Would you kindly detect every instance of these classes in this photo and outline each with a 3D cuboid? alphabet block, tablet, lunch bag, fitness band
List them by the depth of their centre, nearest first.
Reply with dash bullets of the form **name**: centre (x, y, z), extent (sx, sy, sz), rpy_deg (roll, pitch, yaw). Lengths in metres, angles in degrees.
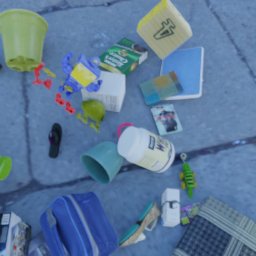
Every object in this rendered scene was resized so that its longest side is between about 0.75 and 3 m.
- **lunch bag**: centre (-1.369, 2.834, 7.359), extent (1.371, 1.408, 2.072), rpy_deg (4, 45, -49)
- **fitness band**: centre (-0.048, 0.225, 9.803), extent (0.615, 0.160, 0.856), rpy_deg (-13, 62, 5)
- **alphabet block**: centre (1.416, -3.905, 11.000), extent (1.542, 1.514, 1.506), rpy_deg (43, 27, -20)
- **tablet**: centre (2.087, -2.181, 11.090), extent (1.670, 0.175, 2.567), rpy_deg (-2, 57, 21)

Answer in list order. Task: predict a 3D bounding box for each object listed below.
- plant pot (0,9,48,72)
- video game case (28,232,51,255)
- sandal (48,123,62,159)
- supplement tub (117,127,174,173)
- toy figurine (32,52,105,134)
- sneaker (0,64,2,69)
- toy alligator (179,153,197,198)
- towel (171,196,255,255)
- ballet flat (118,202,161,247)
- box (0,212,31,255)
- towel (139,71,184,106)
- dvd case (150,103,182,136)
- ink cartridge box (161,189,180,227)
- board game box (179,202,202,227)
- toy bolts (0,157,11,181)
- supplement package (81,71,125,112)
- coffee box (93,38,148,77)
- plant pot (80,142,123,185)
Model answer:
- **plant pot**: centre (-4.164, -3.288, 11.104), extent (1.967, 1.967, 1.809), rpy_deg (-5, 76, -3)
- **video game case**: centre (-2.660, 3.839, 7.759), extent (1.728, 0.164, 1.235), rpy_deg (-36, 65, -20)
- **sandal**: centre (-2.507, 0.404, 9.482), extent (0.465, 0.296, 1.238), rpy_deg (-6, 74, 26)
- **supplement tub**: centre (0.555, 0.671, 8.746), extent (1.529, 1.108, 1.108), rpy_deg (25, 55, -29)
- **toy figurine**: centre (-1.381, -1.440, 9.091), extent (1.745, 2.912, 1.536), rpy_deg (-42, 25, 17)
- **sneaker**: centre (-6.036, -2.587, 11.277), extent (1.745, 0.681, 0.743), rpy_deg (20, 62, 11)
- **toy alligator**: centre (1.909, 1.450, 9.018), extent (0.467, 0.427, 1.575), rpy_deg (-3, 59, -2)
- **towel**: centre (2.815, 3.747, 7.638), extent (2.928, 0.506, 2.819), rpy_deg (31, 63, 19)
- **ballet flat**: centre (0.403, 2.900, 8.120), extent (0.526, 0.568, 1.611), rpy_deg (46, 71, -4)
- **box**: centre (-3.000, 3.413, 7.040), extent (0.410, 1.486, 2.175), rpy_deg (-4, 57, 0)
- **towel**: centre (1.249, -1.523, 10.725), extent (1.479, 0.160, 1.084), rpy_deg (-21, 60, 6)
- **dvd case**: centre (1.375, -0.326, 10.239), extent (0.877, 0.132, 1.201), rpy_deg (-12, 61, -7)
- **ink cartridge box**: centre (1.244, 2.369, 8.293), extent (0.401, 0.694, 0.957), rpy_deg (8, 59, -3)
- **board game box**: centre (1.916, 2.620, 8.509), extent (0.855, 0.138, 0.513), rpy_deg (-15, 65, -9)
- **toy bolts**: centre (-5.170, 1.240, 7.586), extent (1.916, 2.763, 2.639), rpy_deg (-21, 37, 29)
- **supplement package**: centre (-0.881, -1.361, 10.336), extent (1.358, 1.023, 1.031), rpy_deg (10, 59, 6)
- **coffee box**: centre (-0.284, -2.770, 11.341), extent (1.326, 0.474, 2.156), rpy_deg (33, 56, 18)
- **plant pot**: centre (-0.738, 1.014, 8.890), extent (1.214, 1.214, 0.974), rpy_deg (33, 54, 18)
